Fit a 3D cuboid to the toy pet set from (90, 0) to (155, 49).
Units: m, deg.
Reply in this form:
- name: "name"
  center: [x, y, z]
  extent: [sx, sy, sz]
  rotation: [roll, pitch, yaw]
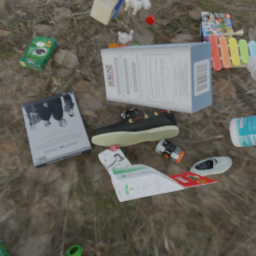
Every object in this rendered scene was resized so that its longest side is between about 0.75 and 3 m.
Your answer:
- name: "toy pet set"
  center: [-0.148, -3.483, 8.745]
  extent: [1.925, 2.062, 1.095]
  rotation: [30, 63, -7]

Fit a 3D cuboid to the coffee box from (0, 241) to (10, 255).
- name: "coffee box"
  center: [-3.430, 4.495, 6.981]
  extent: [1.747, 0.625, 2.841]
  rotation: [-32, 65, -17]

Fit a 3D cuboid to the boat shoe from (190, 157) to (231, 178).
- name: "boat shoe"
  center: [2.703, 1.206, 8.976]
  extent: [1.431, 0.509, 0.499]
  rotation: [-15, 61, -9]

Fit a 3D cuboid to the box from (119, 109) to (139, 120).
- name: "box"
  center: [0.102, -0.221, 9.991]
  extent: [0.684, 0.211, 0.857]
  rotation: [-14, 61, -6]

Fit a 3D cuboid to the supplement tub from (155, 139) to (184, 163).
- name: "supplement tub"
  center: [1.375, 0.768, 9.229]
  extent: [0.843, 0.517, 0.517]
  rotation: [29, 64, 17]

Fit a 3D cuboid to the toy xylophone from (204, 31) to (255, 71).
- name: "toy xylophone"
  center: [4.108, -3.175, 11.282]
  extent: [2.477, 0.622, 1.813]
  rotation: [-10, 75, -4]

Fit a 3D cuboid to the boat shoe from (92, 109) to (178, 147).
- name: "boat shoe"
  center: [0.192, 0.015, 9.286]
  extent: [2.851, 1.043, 0.893]
  rotation: [-10, 66, -1]

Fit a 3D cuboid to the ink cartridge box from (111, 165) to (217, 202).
- name: "ink cartridge box"
  center: [0.752, 1.191, 7.007]
  extent: [2.271, 1.827, 0.569]
  rotation: [-11, 90, -8]

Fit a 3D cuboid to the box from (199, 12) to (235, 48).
- name: "box"
  center: [3.874, -4.217, 12.226]
  extent: [1.370, 0.378, 2.007]
  rotation: [4, 60, 2]

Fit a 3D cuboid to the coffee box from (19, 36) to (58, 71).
- name: "coffee box"
  center: [-3.687, -3.103, 11.589]
  extent: [0.983, 0.352, 1.599]
  rotation: [13, 60, 8]

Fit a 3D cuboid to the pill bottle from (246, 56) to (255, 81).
- name: "pill bottle"
  center: [4.017, -1.624, 8.200]
  extent: [0.674, 0.674, 1.178]
  rotation: [-11, 39, -6]

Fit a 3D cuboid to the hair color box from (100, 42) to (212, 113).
- name: "hair color box"
  center: [0.616, -1.367, 7.268]
  extent: [0.908, 1.483, 2.996]
  rotation: [-22, 25, -39]

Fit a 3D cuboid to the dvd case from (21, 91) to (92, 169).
- name: "dvd case"
  center: [-2.554, -0.029, 9.812]
  extent: [1.940, 0.319, 2.581]
  rotation: [-17, 61, -10]

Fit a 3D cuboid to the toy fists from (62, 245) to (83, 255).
- name: "toy fists"
  center: [-1.648, 3.538, 7.663]
  extent: [0.872, 0.445, 0.300]
  rotation: [-34, 54, -18]

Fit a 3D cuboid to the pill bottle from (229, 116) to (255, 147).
- name: "pill bottle"
  center: [3.589, 0.048, 7.596]
  extent: [1.460, 0.809, 0.809]
  rotation: [-10, 53, 35]

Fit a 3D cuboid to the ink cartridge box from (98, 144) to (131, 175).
- name: "ink cartridge box"
  center: [-0.406, 1.129, 9.084]
  extent: [0.698, 0.401, 0.961]
  rotation: [-31, 64, -17]
